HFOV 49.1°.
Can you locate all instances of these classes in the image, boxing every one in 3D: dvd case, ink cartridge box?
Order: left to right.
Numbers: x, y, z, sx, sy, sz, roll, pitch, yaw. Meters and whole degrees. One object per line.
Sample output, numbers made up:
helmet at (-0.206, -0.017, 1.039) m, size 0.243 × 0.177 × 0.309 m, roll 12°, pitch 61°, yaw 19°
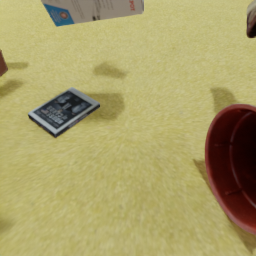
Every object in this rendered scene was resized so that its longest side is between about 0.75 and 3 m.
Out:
dvd case at (-1.961, -0.546, 8.661) m, size 1.335 × 0.220 × 1.777 m, roll 31°, pitch 52°, yaw 28°
ink cartridge box at (-0.839, -3.258, 6.238) m, size 2.227 × 1.631 × 0.956 m, roll -7°, pitch 72°, yaw 5°

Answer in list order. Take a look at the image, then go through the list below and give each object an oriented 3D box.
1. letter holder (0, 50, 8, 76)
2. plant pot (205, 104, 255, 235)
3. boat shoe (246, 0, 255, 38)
letter holder at (-5.455, -2.090, 9.082) m, size 1.270 × 1.794 × 2.525 m, roll 15°, pitch 47°, yaw 14°
plant pot at (3.489, 0.674, 6.010) m, size 2.552 × 2.624 × 2.624 m, roll -7°, pitch 45°, yaw -18°
boat shoe at (3.663, -2.853, 6.490) m, size 0.966 × 2.678 × 0.964 m, roll 20°, pitch 82°, yaw -13°
